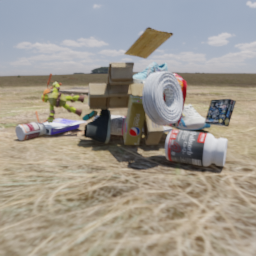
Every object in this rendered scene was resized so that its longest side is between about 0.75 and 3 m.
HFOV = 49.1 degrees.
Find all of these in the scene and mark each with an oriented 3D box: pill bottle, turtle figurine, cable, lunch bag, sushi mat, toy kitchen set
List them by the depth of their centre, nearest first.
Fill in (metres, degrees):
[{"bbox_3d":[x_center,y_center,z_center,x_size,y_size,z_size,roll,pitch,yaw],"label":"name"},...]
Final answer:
[{"bbox_3d":[2.172,0.656,8.976,1.807,1.047,1.047,7,14,24],"label":"pill bottle"},{"bbox_3d":[1.178,-0.966,9.223,0.615,1.776,1.776,-7,-34,43],"label":"cable"},{"bbox_3d":[0.685,-3.031,10.178,0.999,0.126,2.088,8,-13,-22],"label":"sushi mat"},{"bbox_3d":[-0.098,-0.897,10.905,2.719,2.453,2.218,-2,-32,-10],"label":"toy kitchen set"},{"bbox_3d":[1.676,-1.128,12.142,1.076,2.313,2.626,6,19,-5],"label":"lunch bag"},{"bbox_3d":[-4.314,0.120,12.446,0.671,0.671,1.175,9,15,36],"label":"pill bottle"},{"bbox_3d":[-0.782,-0.151,12.817,1.542,0.874,0.874,6,13,11],"label":"pill bottle"},{"bbox_3d":[-3.076,-1.330,12.864,2.070,2.567,0.827,10,-24,-11],"label":"turtle figurine"}]

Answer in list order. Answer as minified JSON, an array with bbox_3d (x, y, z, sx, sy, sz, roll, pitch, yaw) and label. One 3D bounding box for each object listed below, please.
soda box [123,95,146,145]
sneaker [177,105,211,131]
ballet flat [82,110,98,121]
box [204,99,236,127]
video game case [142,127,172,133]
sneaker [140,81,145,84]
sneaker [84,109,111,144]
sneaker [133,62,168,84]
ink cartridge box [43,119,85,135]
[{"bbox_3d":[0.253,-0.277,10.938,0.620,1.937,0.656,3,34,-10],"label":"soda box"},{"bbox_3d":[3.052,-0.566,14.444,1.128,1.191,2.948,-5,14,-29],"label":"sneaker"},{"bbox_3d":[-1.626,-0.505,12.106,0.885,0.313,0.313,-29,-8,37],"label":"ballet flat"},{"bbox_3d":[3.086,-0.520,9.477,0.256,0.883,1.111,18,-2,-16],"label":"box"},{"bbox_3d":[1.148,0.023,14.151,1.262,0.159,1.762,-11,16,-39],"label":"video game case"},{"bbox_3d":[0.671,-1.551,12.817,0.636,1.797,0.656,-6,55,-12],"label":"sneaker"},{"bbox_3d":[-1.284,-0.241,11.641,1.014,0.714,1.908,13,39,-18],"label":"sneaker"},{"bbox_3d":[0.991,-2.620,13.103,2.175,0.891,0.804,-20,32,-38],"label":"sneaker"},{"bbox_3d":[-3.401,-0.052,13.776,2.000,0.434,1.981,5,13,33],"label":"ink cartridge box"}]
